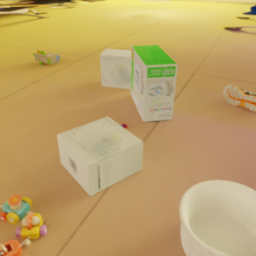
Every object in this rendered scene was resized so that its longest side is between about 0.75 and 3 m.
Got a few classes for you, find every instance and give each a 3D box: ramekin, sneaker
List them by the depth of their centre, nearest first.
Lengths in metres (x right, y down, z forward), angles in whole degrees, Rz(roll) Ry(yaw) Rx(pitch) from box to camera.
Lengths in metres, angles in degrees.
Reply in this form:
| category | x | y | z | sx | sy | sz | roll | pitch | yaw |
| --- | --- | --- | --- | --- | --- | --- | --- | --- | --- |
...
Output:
| category | x | y | z | sx | sy | sz | roll | pitch | yaw |
| --- | --- | --- | --- | --- | --- | --- | --- | --- | --- |
| ramekin | 2.127 | 2.220 | 6.076 | 2.098 | 1.023 | 2.098 | 0 | 31 | 0 |
| sneaker | 4.991 | -1.267 | 12.054 | 0.771 | 0.781 | 1.996 | -8 | 34 | -37 |

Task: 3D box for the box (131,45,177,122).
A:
| category | x | y | z | sx | sy | sz | roll | pitch | yaw |
| --- | --- | --- | --- | --- | --- | --- | --- | --- | --- |
| box | 0.961 | -1.889 | 11.441 | 1.272 | 2.321 | 2.630 | -5 | 33 | -10 |

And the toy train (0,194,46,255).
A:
| category | x | y | z | sx | sy | sz | roll | pitch | yaw |
| --- | --- | --- | --- | --- | --- | --- | --- | --- | --- |
| toy train | -2.761 | 2.249 | 6.491 | 1.457 | 0.540 | 1.940 | -18 | 37 | -27 |

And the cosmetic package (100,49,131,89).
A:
| category | x | y | z | sx | sy | sz | roll | pitch | yaw |
| --- | --- | --- | --- | --- | --- | --- | --- | --- | --- |
| cosmetic package | -0.429 | -2.875 | 13.671 | 1.631 | 1.636 | 1.006 | 7 | 32 | 13 |

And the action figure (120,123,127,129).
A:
| category | x | y | z | sx | sy | sz | roll | pitch | yaw |
| --- | --- | --- | --- | --- | --- | --- | --- | --- | --- |
| action figure | -0.276 | -0.056 | 10.247 | 0.314 | 0.248 | 0.961 | -9 | -2 | 29 |

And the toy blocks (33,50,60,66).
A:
| category | x | y | z | sx | sy | sz | roll | pitch | yaw |
| --- | --- | --- | --- | --- | --- | --- | --- | --- | --- |
| toy blocks | -4.690 | -4.171 | 16.691 | 1.699 | 0.849 | 1.161 | 21 | 25 | 37 |

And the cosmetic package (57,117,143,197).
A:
| category | x | y | z | sx | sy | sz | roll | pitch | yaw |
| --- | --- | --- | --- | --- | --- | --- | --- | --- | --- |
| cosmetic package | -0.835 | 0.735 | 8.364 | 1.851 | 1.138 | 1.845 | -21 | 38 | -32 |
